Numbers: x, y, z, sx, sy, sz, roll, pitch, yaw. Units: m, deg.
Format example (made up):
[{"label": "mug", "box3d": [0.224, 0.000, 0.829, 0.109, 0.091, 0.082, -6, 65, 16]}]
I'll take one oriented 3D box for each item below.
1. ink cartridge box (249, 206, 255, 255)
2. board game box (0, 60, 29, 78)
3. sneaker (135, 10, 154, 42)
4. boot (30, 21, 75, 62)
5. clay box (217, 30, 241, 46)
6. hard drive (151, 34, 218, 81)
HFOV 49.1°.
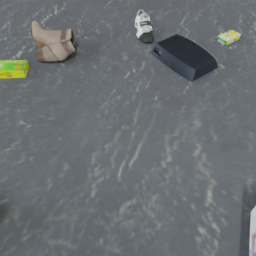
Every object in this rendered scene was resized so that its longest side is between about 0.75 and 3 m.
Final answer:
[{"label": "ink cartridge box", "box3d": [3.357, 2.649, 5.608, 1.563, 0.915, 2.163, 14, 52, 12]}, {"label": "board game box", "box3d": [-4.353, -2.126, 10.151, 1.313, 0.313, 0.667, -2, 49, -2]}, {"label": "sneaker", "box3d": [0.642, -4.303, 11.731, 0.677, 0.809, 1.828, -10, 51, -10]}, {"label": "boot", "box3d": [-2.839, -3.450, 10.751, 1.554, 0.747, 2.126, -18, 72, 8]}, {"label": "clay box", "box3d": [4.201, -3.760, 11.629, 0.908, 0.216, 0.522, -27, 54, -22]}, {"label": "hard drive", "box3d": [2.125, -2.750, 10.573, 1.540, 0.483, 2.283, -29, 55, -23]}]
